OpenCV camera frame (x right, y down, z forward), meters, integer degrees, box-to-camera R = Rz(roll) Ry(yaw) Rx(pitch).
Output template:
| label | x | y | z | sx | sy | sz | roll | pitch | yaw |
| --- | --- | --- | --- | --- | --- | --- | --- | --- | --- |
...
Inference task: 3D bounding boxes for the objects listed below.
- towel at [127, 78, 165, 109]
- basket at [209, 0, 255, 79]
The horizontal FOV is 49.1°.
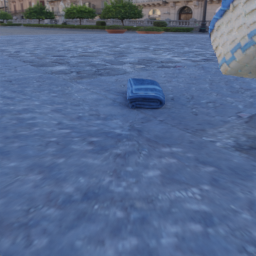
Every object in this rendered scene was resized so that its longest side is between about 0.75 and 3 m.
| label | x | y | z | sx | sy | sz | roll | pitch | yaw |
| --- | --- | --- | --- | --- | --- | --- | --- | --- | --- |
| towel | 0.618 | -1.310 | 10.212 | 1.307 | 0.568 | 2.341 | 1 | 22 | 0 |
| basket | 3.124 | -2.767 | 6.783 | 1.965 | 2.825 | 2.491 | 1 | -14 | -13 |
